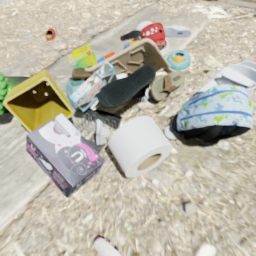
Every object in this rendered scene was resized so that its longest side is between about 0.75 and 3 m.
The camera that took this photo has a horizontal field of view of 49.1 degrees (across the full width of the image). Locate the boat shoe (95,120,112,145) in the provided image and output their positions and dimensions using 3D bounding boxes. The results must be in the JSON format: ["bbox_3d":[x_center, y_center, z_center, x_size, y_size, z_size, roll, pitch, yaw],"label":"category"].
[{"bbox_3d":[-0.795,0.159,9.132,0.514,1.206,0.446,-5,50,-9],"label":"boat shoe"}]

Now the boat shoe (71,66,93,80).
[{"bbox_3d":[-1.650,-2.169,11.189,1.282,0.433,0.461,-9,74,-28],"label":"boat shoe"}]

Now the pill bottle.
[{"bbox_3d":[1.309,-4.703,14.975,1.242,1.242,2.172,-14,45,-15],"label":"pill bottle"}]

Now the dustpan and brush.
[{"bbox_3d":[4.096,-1.483,9.586,2.844,0.814,1.985,32,59,32],"label":"dustpan and brush"}]

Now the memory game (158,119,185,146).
[{"bbox_3d":[1.609,0.169,10.281,1.101,0.070,1.101,3,61,-6],"label":"memory game"}]

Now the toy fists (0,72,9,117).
[{"bbox_3d":[-4.697,-1.128,9.628,1.051,2.061,0.709,24,40,-9],"label":"toy fists"}]

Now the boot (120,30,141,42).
[{"bbox_3d":[0.079,-3.301,10.040,0.788,0.287,0.837,-24,19,8],"label":"boot"}]

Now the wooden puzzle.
[{"bbox_3d":[0.025,-2.456,10.829,2.717,2.517,0.629,-19,74,19],"label":"wooden puzzle"}]

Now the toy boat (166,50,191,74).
[{"bbox_3d":[2.031,-3.322,13.686,2.130,0.990,1.790,6,44,6],"label":"toy boat"}]

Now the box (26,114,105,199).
[{"bbox_3d":[-1.929,0.832,8.560,2.056,1.180,1.359,47,56,9],"label":"box"}]

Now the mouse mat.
[{"bbox_3d":[-5.781,-1.551,12.457,2.220,0.104,2.759,0,44,-1],"label":"mouse mat"}]

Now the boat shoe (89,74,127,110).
[{"bbox_3d":[-0.735,-1.351,10.928,1.932,0.684,0.670,-36,68,2],"label":"boat shoe"}]

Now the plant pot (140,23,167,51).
[{"bbox_3d":[0.964,-3.291,10.345,0.915,0.915,0.833,-15,79,-16],"label":"plant pot"}]

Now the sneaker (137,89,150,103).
[{"bbox_3d":[0.527,-1.526,12.212,1.118,0.452,0.646,35,49,23],"label":"sneaker"}]

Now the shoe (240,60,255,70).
[{"bbox_3d":[6.257,-3.155,13.906,1.396,0.499,0.635,10,42,3],"label":"shoe"}]

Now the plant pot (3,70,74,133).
[{"bbox_3d":[-2.954,-1.008,9.426,1.585,1.574,1.621,-30,35,3],"label":"plant pot"}]

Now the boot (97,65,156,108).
[{"bbox_3d":[-0.057,-1.355,10.561,2.344,1.969,0.895,-33,86,-8],"label":"boot"}]

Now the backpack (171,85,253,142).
[{"bbox_3d":[2.791,-0.358,8.931,2.072,1.953,2.540,10,5,-7],"label":"backpack"}]

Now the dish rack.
[{"bbox_3d":[-1.304,0.051,10.171,1.618,0.575,2.109,16,33,17],"label":"dish rack"}]

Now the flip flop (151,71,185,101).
[{"bbox_3d":[1.755,-1.850,11.770,2.108,0.855,0.607,-32,11,-29],"label":"flip flop"}]

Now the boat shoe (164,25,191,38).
[{"bbox_3d":[2.850,-5.826,16.638,1.747,0.645,0.745,1,43,-2],"label":"boat shoe"}]

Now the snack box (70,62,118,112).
[{"bbox_3d":[-1.188,-1.436,10.050,1.807,1.050,0.335,-44,73,-4],"label":"snack box"}]

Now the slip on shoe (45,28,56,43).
[{"bbox_3d":[-4.568,-5.535,16.445,0.587,0.485,1.584,-6,42,-3],"label":"slip on shoe"}]

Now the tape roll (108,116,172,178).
[{"bbox_3d":[0.368,0.610,8.747,1.694,1.694,1.163,-22,61,-22],"label":"tape roll"}]

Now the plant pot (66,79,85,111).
[{"bbox_3d":[-2.002,-1.496,11.483,0.956,0.976,0.958,-29,50,-19],"label":"plant pot"}]

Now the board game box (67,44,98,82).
[{"bbox_3d":[-1.596,-2.430,11.714,0.994,1.958,0.466,-23,49,10],"label":"board game box"}]

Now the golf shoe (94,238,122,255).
[{"bbox_3d":[-0.361,3.429,6.698,0.817,0.672,1.785,-33,51,-27],"label":"golf shoe"}]
